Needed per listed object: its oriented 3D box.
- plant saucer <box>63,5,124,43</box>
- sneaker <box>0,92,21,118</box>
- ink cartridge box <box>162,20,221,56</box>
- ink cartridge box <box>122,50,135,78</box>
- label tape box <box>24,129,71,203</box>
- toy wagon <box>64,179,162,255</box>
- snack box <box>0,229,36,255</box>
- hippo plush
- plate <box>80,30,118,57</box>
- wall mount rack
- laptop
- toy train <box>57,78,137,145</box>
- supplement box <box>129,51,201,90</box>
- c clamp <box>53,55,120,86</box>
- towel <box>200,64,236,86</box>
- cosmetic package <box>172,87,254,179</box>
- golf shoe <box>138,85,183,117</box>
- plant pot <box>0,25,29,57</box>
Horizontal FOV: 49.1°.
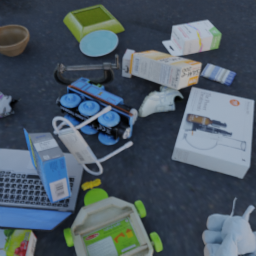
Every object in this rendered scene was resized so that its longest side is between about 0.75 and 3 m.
[{"bbox_3d":[-1.689,-5.105,13.336,2.305,0.552,2.302,-23,54,-17],"label":"plant saucer"},{"bbox_3d":[-4.355,-1.015,9.891,1.114,0.619,1.592,-15,61,-14],"label":"sneaker"},{"bbox_3d":[2.725,-3.911,12.204,2.184,0.735,1.279,-15,51,-12],"label":"ink cartridge box"},{"bbox_3d":[0.021,-2.499,10.929,0.359,0.867,0.636,13,51,7],"label":"ink cartridge box"},{"bbox_3d":[-2.131,0.863,7.362,0.574,1.308,1.815,-17,34,-25],"label":"label tape box"},{"bbox_3d":[-0.496,2.493,6.914,2.057,0.525,2.651,-17,51,-15],"label":"toy wagon"},{"bbox_3d":[-3.063,3.398,6.089,1.580,0.589,2.222,0,50,0],"label":"snack box"},{"bbox_3d":[2.639,2.606,6.511,1.321,1.308,1.643,28,88,-11],"label":"hippo plush"},{"bbox_3d":[-1.259,-3.629,12.169,1.684,0.215,1.684,-4,56,6],"label":"plate"},{"bbox_3d":[-0.986,0.295,7.478,1.755,2.020,0.753,-12,31,35],"label":"wall mount rack"},{"bbox_3d":[-2.747,1.356,7.099,2.768,1.713,2.956,4,50,3],"label":"laptop"},{"bbox_3d":[-0.961,-0.569,9.110,2.763,1.198,1.579,25,48,21],"label":"toy train"},{"bbox_3d":[1.310,-2.163,10.167,2.193,0.806,1.382,25,32,33],"label":"supplement box"},{"bbox_3d":[-1.456,-1.965,9.703,2.497,2.133,0.338,-4,76,4],"label":"c clamp"},{"bbox_3d":[3.563,-2.108,11.076,1.203,0.143,0.884,24,52,17],"label":"towel"},{"bbox_3d":[2.755,0.025,8.892,2.108,0.722,2.796,15,51,10],"label":"cosmetic package"},{"bbox_3d":[1.163,-0.849,9.665,0.903,0.727,1.858,40,61,22],"label":"golf shoe"},{"bbox_3d":[-4.998,-3.598,11.917,1.692,0.781,1.692,0,49,0],"label":"plant pot"}]
